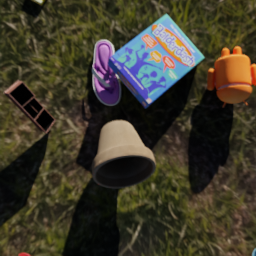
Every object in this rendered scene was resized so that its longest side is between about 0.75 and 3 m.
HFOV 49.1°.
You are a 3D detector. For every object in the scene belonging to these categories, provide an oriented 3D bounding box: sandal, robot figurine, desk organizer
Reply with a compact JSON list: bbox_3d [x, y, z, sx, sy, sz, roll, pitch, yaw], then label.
[{"bbox_3d":[-0.860,-1.995,10.016,0.994,0.600,2.442,-10,84,-1],"label":"sandal"},{"bbox_3d":[3.611,-1.725,9.720,1.451,1.177,2.018,1,82,-19],"label":"robot figurine"},{"bbox_3d":[-3.164,-0.670,9.237,0.642,0.690,1.791,-46,118,-17],"label":"desk organizer"}]

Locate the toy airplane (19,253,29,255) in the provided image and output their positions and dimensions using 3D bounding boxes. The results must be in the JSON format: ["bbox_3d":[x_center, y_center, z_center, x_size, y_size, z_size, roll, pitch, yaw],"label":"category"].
[{"bbox_3d":[-3.070,5.480,9.231,2.494,0.459,2.494,0,85,0],"label":"toy airplane"}]

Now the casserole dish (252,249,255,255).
[{"bbox_3d":[4.977,5.037,9.043,1.716,0.550,2.834,-8,84,19],"label":"casserole dish"}]

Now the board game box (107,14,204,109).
[{"bbox_3d":[0.974,-2.339,9.788,2.739,0.616,2.083,-41,89,-14],"label":"board game box"}]

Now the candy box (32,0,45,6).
[{"bbox_3d":[-3.249,-5.426,10.620,0.730,0.189,1.429,29,85,1],"label":"candy box"}]

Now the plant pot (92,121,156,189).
[{"bbox_3d":[-0.254,0.745,8.924,1.942,1.942,1.694,-13,51,-1],"label":"plant pot"}]
